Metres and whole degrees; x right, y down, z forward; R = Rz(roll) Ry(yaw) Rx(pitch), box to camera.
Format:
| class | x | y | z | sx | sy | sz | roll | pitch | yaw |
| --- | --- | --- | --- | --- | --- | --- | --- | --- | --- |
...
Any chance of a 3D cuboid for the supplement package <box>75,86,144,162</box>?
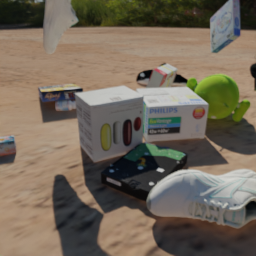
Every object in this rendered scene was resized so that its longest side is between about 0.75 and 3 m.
| class | x | y | z | sx | sy | sz | roll | pitch | yaw |
| --- | --- | --- | --- | --- | --- | --- | --- | --- | --- |
| supplement package | -0.519 | -0.162 | 7.952 | 1.579 | 1.652 | 1.215 | -13 | 28 | -25 |

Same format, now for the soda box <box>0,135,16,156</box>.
| class | x | y | z | sx | sy | sz | roll | pitch | yaw |
| --- | --- | --- | --- | --- | --- | --- | --- | --- | --- |
| soda box | -3.816 | 0.551 | 7.864 | 1.229 | 0.420 | 0.391 | -9 | 26 | -19 |

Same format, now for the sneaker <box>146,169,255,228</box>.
| class | x | y | z | sx | sy | sz | roll | pitch | yaw |
| --- | --- | --- | --- | --- | --- | --- | --- | --- | --- |
| sneaker | 1.667 | 1.402 | 5.446 | 2.598 | 0.914 | 1.041 | -4 | 28 | -10 |

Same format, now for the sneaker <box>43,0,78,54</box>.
| class | x | y | z | sx | sy | sz | roll | pitch | yaw |
| --- | --- | --- | --- | --- | --- | --- | --- | --- | --- |
| sneaker | -1.926 | -3.011 | 8.011 | 0.940 | 2.125 | 0.799 | 4 | 46 | -18 |

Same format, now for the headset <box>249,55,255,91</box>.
| class | x | y | z | sx | sy | sz | roll | pitch | yaw |
| --- | --- | --- | --- | --- | --- | --- | --- | --- | --- |
| headset | 3.818 | -1.657 | 8.077 | 0.558 | 1.187 | 0.733 | 0 | -3 | 26 |

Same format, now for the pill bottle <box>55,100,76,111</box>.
| class | x | y | z | sx | sy | sz | roll | pitch | yaw |
| --- | --- | --- | --- | --- | --- | --- | --- | --- | --- |
| pill bottle | -2.463 | -0.893 | 11.053 | 0.754 | 0.410 | 0.410 | -2 | 25 | -5 |

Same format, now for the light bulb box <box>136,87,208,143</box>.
| class | x | y | z | sx | sy | sz | roll | pitch | yaw |
| --- | --- | --- | --- | --- | --- | --- | --- | --- | --- |
| light bulb box | 1.328 | -0.506 | 9.224 | 1.917 | 1.207 | 1.934 | -4 | 25 | -8 |

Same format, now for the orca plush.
| class | x | y | z | sx | sy | sz | roll | pitch | yaw |
| --- | --- | --- | --- | --- | --- | --- | --- | --- | --- |
| orca plush | 1.857 | -2.706 | 14.234 | 2.981 | 1.060 | 1.569 | 15 | 29 | 30 |

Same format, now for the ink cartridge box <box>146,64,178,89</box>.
| class | x | y | z | sx | sy | sz | roll | pitch | yaw |
| --- | --- | --- | --- | --- | --- | --- | --- | --- | --- |
| ink cartridge box | 1.569 | -2.234 | 13.006 | 0.641 | 1.115 | 1.537 | 32 | 36 | 19 |

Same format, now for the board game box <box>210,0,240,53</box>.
| class | x | y | z | sx | sy | sz | roll | pitch | yaw |
| --- | --- | --- | --- | --- | --- | --- | --- | --- | --- |
| board game box | 3.234 | -3.399 | 9.420 | 0.286 | 1.312 | 1.318 | 4 | -10 | -15 |

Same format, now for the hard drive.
| class | x | y | z | sx | sy | sz | roll | pitch | yaw |
| --- | --- | --- | --- | --- | --- | --- | --- | --- | --- |
| hard drive | 0.456 | 0.999 | 6.943 | 1.387 | 0.376 | 1.986 | 15 | 29 | 29 |

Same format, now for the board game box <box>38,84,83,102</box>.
| class | x | y | z | sx | sy | sz | roll | pitch | yaw |
| --- | --- | --- | --- | --- | --- | --- | --- | --- | --- |
| board game box | -2.921 | -1.517 | 11.895 | 1.609 | 0.411 | 2.375 | -8 | 15 | -18 |

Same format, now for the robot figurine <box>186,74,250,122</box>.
| class | x | y | z | sx | sy | sz | roll | pitch | yaw |
| --- | --- | --- | --- | --- | --- | --- | --- | --- | --- |
| robot figurine | 3.177 | -1.149 | 10.020 | 2.269 | 1.496 | 2.586 | 28 | 20 | 14 |
